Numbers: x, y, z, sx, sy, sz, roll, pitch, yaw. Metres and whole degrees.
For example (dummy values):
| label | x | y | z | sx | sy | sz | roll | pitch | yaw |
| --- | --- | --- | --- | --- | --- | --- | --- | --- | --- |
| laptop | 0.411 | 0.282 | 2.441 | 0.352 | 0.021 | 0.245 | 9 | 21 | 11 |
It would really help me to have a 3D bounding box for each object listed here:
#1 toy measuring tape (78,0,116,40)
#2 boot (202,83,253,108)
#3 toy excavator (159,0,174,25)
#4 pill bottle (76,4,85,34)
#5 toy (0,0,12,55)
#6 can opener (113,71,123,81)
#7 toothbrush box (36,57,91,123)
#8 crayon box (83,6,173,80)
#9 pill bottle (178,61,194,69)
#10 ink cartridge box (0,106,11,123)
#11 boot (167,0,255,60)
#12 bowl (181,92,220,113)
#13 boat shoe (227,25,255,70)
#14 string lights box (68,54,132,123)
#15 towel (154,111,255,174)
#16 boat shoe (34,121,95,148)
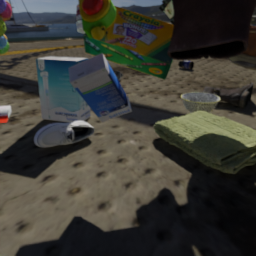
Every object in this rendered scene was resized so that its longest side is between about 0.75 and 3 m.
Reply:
| label | x | y | z | sx | sy | sz | roll | pitch | yaw |
| --- | --- | --- | --- | --- | --- | --- | --- | --- | --- |
| toy measuring tape | -0.475 | -1.926 | 4.209 | 0.533 | 0.533 | 1.450 | -5 | 65 | -12 |
| boot | 3.809 | -1.394 | 10.859 | 1.754 | 0.697 | 2.014 | 14 | 28 | 29 |
| toy excavator | 1.689 | -3.830 | 8.030 | 1.394 | 0.696 | 1.356 | -44 | 6 | -2 |
| pill bottle | -1.702 | -4.160 | 10.668 | 0.559 | 0.978 | 0.559 | 0 | -7 | 0 |
| toy | -3.001 | -2.460 | 6.324 | 0.624 | 1.522 | 2.643 | 9 | -15 | -16 |
| can opener | -1.185 | -2.697 | 14.477 | 1.789 | 0.477 | 0.598 | 5 | 6 | 14 |
| toothbrush box | -1.978 | -1.195 | 8.732 | 1.403 | 1.916 | 0.817 | 6 | 20 | 17 |
| crayon box | 0.144 | -2.051 | 6.589 | 2.047 | 0.596 | 1.216 | 20 | 61 | 6 |
| pill bottle | 3.588 | -3.918 | 17.352 | 0.866 | 0.485 | 0.485 | 17 | 27 | 36 |
| ink cartridge box | -4.323 | -0.433 | 9.095 | 0.861 | 0.302 | 1.059 | -5 | 18 | -13 |
| boot | 1.068 | -2.411 | 5.283 | 2.854 | 2.374 | 1.033 | 9 | -19 | 38 |
| bowl | 2.402 | -0.753 | 9.406 | 1.267 | 0.595 | 1.267 | -1 | 22 | 0 |
| boat shoe | 2.450 | -2.335 | 6.845 | 1.097 | 1.040 | 2.898 | -16 | 38 | -30 |
| string lights box | -0.493 | -0.696 | 5.355 | 0.694 | 1.350 | 0.398 | -20 | 54 | 10 |
| towel | 2.097 | 0.247 | 7.096 | 2.003 | 0.493 | 2.700 | -14 | 27 | -29 |
| boat shoe | -1.589 | 0.145 | 7.209 | 1.607 | 0.591 | 0.525 | -21 | 27 | -40 |
